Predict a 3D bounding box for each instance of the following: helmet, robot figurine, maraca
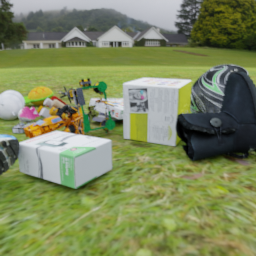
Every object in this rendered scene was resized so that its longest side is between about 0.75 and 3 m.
[{"bbox_3d":[3.508,-1.028,10.627,2.415,2.415,2.303,9,52,29],"label":"helmet"},{"bbox_3d":[-5.333,-1.035,12.644,1.756,1.169,2.070,30,5,-22],"label":"robot figurine"},{"bbox_3d":[-5.007,-1.683,15.352,1.839,0.984,1.261,-20,26,-20],"label":"maraca"},{"bbox_3d":[-2.057,0.151,8.326,0.581,1.446,1.995,21,34,35],"label":"robot figurine"}]

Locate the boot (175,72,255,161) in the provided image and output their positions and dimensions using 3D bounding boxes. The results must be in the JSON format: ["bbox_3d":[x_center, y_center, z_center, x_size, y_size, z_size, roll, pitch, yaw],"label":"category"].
[{"bbox_3d":[2.636,-0.448,8.418,2.431,1.105,2.893,-4,60,-3],"label":"boot"}]

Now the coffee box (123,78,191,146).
[{"bbox_3d":[1.077,-0.664,9.924,1.932,1.954,1.951,7,19,23],"label":"coffee box"}]

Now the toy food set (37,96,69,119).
[{"bbox_3d":[-3.180,-0.748,12.339,0.920,0.976,2.045,35,-18,-31],"label":"toy food set"}]

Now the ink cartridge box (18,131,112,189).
[{"bbox_3d":[-1.566,0.704,6.931,1.910,0.803,1.394,8,16,31],"label":"ink cartridge box"}]

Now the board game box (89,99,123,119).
[{"bbox_3d":[-0.257,-0.881,12.375,1.626,0.446,2.575,22,17,30],"label":"board game box"}]

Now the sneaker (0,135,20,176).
[{"bbox_3d":[-3.859,0.557,6.084,2.810,1.101,1.264,-13,42,-23],"label":"sneaker"}]

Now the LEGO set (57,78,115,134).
[{"bbox_3d":[-1.498,-0.679,10.296,1.651,2.147,1.244,-24,11,-32],"label":"LEGO set"}]

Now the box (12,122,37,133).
[{"bbox_3d":[-3.817,-0.009,10.813,1.020,0.226,0.817,0,16,0],"label":"box"}]

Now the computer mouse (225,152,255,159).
[{"bbox_3d":[3.861,0.690,8.125,2.161,0.368,0.634,3,17,13],"label":"computer mouse"}]

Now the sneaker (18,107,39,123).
[{"bbox_3d":[-4.175,-0.445,11.477,0.660,0.608,1.496,-33,2,1],"label":"sneaker"}]

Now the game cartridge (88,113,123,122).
[{"bbox_3d":[-0.886,-0.464,12.091,1.114,0.330,1.718,17,16,34],"label":"game cartridge"}]
